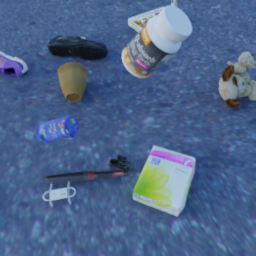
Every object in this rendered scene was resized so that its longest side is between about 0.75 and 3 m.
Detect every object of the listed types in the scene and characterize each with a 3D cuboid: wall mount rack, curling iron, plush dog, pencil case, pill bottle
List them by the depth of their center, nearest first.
[{"bbox_3d":[-2.059,0.075,8.124,1.470,0.638,0.574,-11,-3,37],"label":"pencil case"},{"bbox_3d":[0.833,-2.576,8.585,1.264,2.172,1.264,15,60,-27],"label":"pill bottle"},{"bbox_3d":[-2.090,1.971,8.586,0.968,0.361,0.841,-8,52,-7],"label":"wall mount rack"},{"bbox_3d":[-1.288,1.434,9.032,2.877,0.368,0.713,-11,47,-10],"label":"curling iron"},{"bbox_3d":[4.217,-1.805,11.215,1.632,2.035,1.748,-1,27,46],"label":"plush dog"}]

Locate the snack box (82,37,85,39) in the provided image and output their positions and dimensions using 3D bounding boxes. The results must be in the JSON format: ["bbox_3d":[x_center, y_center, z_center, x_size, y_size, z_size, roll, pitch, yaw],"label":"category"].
[{"bbox_3d":[-2.485,-4.288,14.183,0.755,0.255,0.636,-17,50,-16],"label":"snack box"}]

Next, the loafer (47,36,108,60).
[{"bbox_3d":[-2.358,-3.925,13.332,2.989,1.015,1.049,9,58,12],"label":"loafer"}]

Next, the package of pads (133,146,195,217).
[{"bbox_3d":[1.182,1.597,8.685,1.511,0.667,1.955,17,51,16],"label":"package of pads"}]

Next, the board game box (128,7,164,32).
[{"bbox_3d":[1.474,-5.879,15.464,2.523,0.437,1.593,-28,53,-22],"label":"board game box"}]

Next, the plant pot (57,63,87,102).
[{"bbox_3d":[-2.253,-1.747,11.426,1.236,1.236,1.326,-5,61,-4],"label":"plant pot"}]

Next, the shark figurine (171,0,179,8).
[{"bbox_3d":[1.806,-3.873,9.702,0.931,1.332,2.230,16,70,-21],"label":"shark figurine"}]

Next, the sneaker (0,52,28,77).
[{"bbox_3d":[-5.582,-2.810,12.527,2.073,0.836,0.865,16,56,13],"label":"sneaker"}]
